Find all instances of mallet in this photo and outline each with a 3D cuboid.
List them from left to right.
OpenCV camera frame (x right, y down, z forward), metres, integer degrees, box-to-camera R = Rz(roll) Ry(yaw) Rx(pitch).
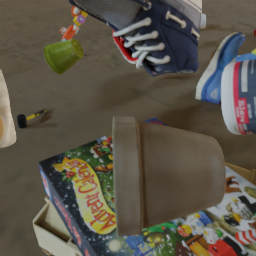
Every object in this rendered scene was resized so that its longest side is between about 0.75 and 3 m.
[{"bbox_3d":[-2.700,-0.286,7.957,0.222,0.356,1.081,15,21,22],"label":"mallet"}]

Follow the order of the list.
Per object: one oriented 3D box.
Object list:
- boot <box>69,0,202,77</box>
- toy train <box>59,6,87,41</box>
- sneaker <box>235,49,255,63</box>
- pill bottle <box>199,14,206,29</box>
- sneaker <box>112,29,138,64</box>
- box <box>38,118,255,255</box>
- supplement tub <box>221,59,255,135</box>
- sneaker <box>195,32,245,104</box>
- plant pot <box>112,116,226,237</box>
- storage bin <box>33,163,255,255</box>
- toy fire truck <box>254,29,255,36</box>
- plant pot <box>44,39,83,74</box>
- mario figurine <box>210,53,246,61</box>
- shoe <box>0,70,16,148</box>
[{"bbox_3d":[0.214,-1.129,3.203,0.822,1.020,2.259,2,9,43],"label":"boot"},{"bbox_3d":[-1.630,-3.774,9.290,2.063,0.574,1.550,-60,19,-16],"label":"toy train"},{"bbox_3d":[1.757,-0.463,3.954,0.682,1.298,0.491,-1,16,25],"label":"sneaker"},{"bbox_3d":[3.669,-6.308,16.591,1.704,0.964,0.964,-2,33,0],"label":"pill bottle"},{"bbox_3d":[0.185,-2.375,5.652,0.755,2.260,1.212,-9,7,43],"label":"sneaker"},{"bbox_3d":[0.451,1.027,3.315,2.031,0.560,2.973,-21,39,-28],"label":"box"},{"bbox_3d":[1.766,-0.382,3.154,1.257,0.882,0.882,-4,27,31],"label":"supplement tub"},{"bbox_3d":[3.183,-1.872,9.009,1.162,1.023,2.606,27,82,15],"label":"sneaker"},{"bbox_3d":[0.254,0.306,1.959,0.702,0.810,0.810,-3,33,-2],"label":"plant pot"},{"bbox_3d":[0.396,1.396,4.373,2.585,1.212,2.567,18,38,25],"label":"storage bin"},{"bbox_3d":[8.346,-5.144,14.490,2.762,1.548,2.319,-11,16,-18],"label":"toy fire truck"},{"bbox_3d":[-1.567,-1.860,7.047,0.753,0.782,0.782,-20,26,23],"label":"plant pot"},{"bbox_3d":[4.515,-2.471,9.977,2.930,1.553,1.809,24,69,43],"label":"mario figurine"},{"bbox_3d":[-2.340,-0.646,4.391,0.760,2.173,0.580,-29,-12,19],"label":"shoe"}]
